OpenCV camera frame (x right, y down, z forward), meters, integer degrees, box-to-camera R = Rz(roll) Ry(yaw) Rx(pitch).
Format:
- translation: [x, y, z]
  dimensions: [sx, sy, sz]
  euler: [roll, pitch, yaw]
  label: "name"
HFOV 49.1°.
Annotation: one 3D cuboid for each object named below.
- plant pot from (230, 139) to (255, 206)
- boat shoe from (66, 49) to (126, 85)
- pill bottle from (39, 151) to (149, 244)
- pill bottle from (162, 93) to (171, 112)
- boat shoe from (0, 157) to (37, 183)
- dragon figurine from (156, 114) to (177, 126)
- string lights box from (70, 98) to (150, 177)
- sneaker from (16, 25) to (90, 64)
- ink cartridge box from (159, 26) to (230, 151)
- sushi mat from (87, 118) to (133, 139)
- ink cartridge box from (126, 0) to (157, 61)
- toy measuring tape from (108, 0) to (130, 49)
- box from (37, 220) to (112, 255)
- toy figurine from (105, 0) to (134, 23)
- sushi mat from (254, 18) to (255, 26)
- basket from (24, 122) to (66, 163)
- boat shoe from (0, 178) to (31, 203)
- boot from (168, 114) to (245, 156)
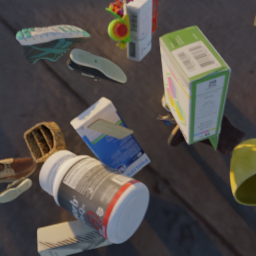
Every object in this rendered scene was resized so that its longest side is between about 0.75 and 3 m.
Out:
- translation: [3.349, 1.001, 7.178]
  dimensions: [1.725, 1.725, 1.224]
  euler: [-6, 45, -2]
  label: "plant pot"
- translation: [-0.769, -1.449, 7.026]
  dimensions: [1.536, 0.519, 0.552]
  euler: [18, 51, -23]
  label: "boat shoe"
- translation: [-0.925, 1.623, 7.176]
  dimensions: [2.631, 1.524, 1.524]
  euler: [21, 69, 31]
  label: "pill bottle"
- translation: [1.610, -1.206, 8.754]
  dimensions: [0.812, 1.486, 0.812]
  euler: [5, 53, -7]
  label: "pill bottle"
- translation: [-3.670, 1.281, 8.370]
  dimensions: [1.839, 0.660, 0.696]
  euler: [-19, 70, -7]
  label: "boat shoe"
- translation: [1.344, -0.222, 9.180]
  dimensions: [0.834, 0.415, 0.246]
  euler: [26, 67, -13]
  label: "dragon figurine"
- translation: [-0.447, 0.428, 7.912]
  dimensions: [1.172, 2.281, 0.673]
  euler: [-38, 29, -10]
  label: "string lights box"
- translation: [-2.339, -2.650, 8.984]
  dimensions: [2.322, 1.059, 0.901]
  euler: [-15, 42, -27]
  label: "sneaker"
- translation: [1.479, -0.654, 6.526]
  dimensions: [0.852, 2.874, 1.492]
  euler: [-19, 53, -2]
  label: "ink cartridge box"
- translation: [-0.439, 0.042, 6.956]
  dimensions: [1.091, 0.522, 0.066]
  euler: [20, 53, -36]
  label: "sushi mat"
- translation: [0.683, -3.573, 9.308]
  dimensions: [0.641, 1.827, 2.247]
  euler: [25, 53, 23]
  label: "ink cartridge box"
- translation: [-0.312, -3.180, 8.143]
  dimensions: [0.642, 0.642, 1.746]
  euler: [-7, 111, -3]
  label: "toy measuring tape"
- translation: [-1.406, 2.932, 7.551]
  dimensions: [1.876, 0.771, 0.641]
  euler: [-12, 49, -7]
  label: "box"
- translation: [-0.162, -3.250, 7.289]
  dimensions: [0.742, 0.605, 0.806]
  euler: [-54, 40, 14]
  label: "toy figurine"
- translation: [5.660, -3.949, 10.719]
  dimensions: [1.626, 0.098, 0.778]
  euler: [22, 70, 8]
  label: "sushi mat"
- translation: [-2.486, 0.384, 8.450]
  dimensions: [0.834, 0.799, 1.120]
  euler: [-3, 53, -46]
  label: "basket"
- translation: [-2.932, 1.579, 7.130]
  dimensions: [0.312, 0.332, 0.923]
  euler: [20, 35, 30]
  label: "boat shoe"
- translation: [2.224, 0.270, 8.048]
  dimensions: [1.811, 0.655, 1.506]
  euler: [-40, 65, -9]
  label: "boot"
